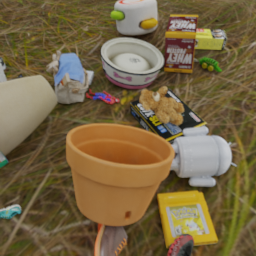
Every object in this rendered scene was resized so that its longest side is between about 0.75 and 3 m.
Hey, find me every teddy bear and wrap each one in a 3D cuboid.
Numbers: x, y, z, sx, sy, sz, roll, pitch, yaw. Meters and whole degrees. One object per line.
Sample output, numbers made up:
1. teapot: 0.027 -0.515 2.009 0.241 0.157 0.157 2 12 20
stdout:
1. teddy bear: 1.309 -0.795 10.004 1.893 0.632 1.373 40 63 -20

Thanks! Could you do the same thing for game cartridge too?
1. game cartridge: 1.691 2.644 8.282 1.443 0.266 1.637 -4 47 -4

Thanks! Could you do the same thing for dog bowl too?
1. dog bowl: 0.124 -2.942 12.935 2.896 1.068 2.896 6 45 -6

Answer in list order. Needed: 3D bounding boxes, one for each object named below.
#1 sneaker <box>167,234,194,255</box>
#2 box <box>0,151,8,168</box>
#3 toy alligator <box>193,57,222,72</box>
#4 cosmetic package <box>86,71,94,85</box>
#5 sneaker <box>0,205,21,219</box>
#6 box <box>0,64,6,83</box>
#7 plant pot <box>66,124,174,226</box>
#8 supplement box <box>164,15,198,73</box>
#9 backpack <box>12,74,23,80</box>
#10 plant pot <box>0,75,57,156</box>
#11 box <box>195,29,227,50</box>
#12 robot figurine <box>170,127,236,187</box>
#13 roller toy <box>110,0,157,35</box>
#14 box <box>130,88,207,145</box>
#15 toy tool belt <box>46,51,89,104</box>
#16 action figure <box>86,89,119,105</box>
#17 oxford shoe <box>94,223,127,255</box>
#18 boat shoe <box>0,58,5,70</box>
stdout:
1. sneaker: 1.251 3.427 6.993 1.670 0.590 0.816 -46 18 -25
2. box: -5.162 0.339 9.753 2.319 1.361 0.561 35 59 29
3. toy alligator: 3.855 -3.249 13.778 0.526 0.481 1.774 -32 49 -25
4. cosmetic package: -2.185 -2.386 13.188 0.981 0.253 0.739 8 46 7
5. sneaker: -3.610 2.568 8.345 0.800 0.310 0.319 -20 58 -19
6. box: -6.189 -1.327 10.850 1.472 2.108 2.768 35 55 29
7. plant pot: -0.350 1.297 7.870 2.920 2.044 2.920 9 18 -3
8. supplement box: 2.557 -4.065 13.538 1.354 2.011 2.039 6 46 11
9. backpack: -4.827 -1.888 12.437 0.799 0.646 0.839 29 55 37
10. plant pot: -3.880 -0.722 9.840 2.548 2.386 2.386 -35 55 -20
11. box: 3.759 -4.849 15.250 2.907 0.728 1.094 3 46 3
12. robot figurine: 2.321 0.940 9.187 2.339 1.321 1.984 -4 77 -3
13. roller toy: 0.496 -6.252 15.824 2.561 1.790 2.336 3 36 15
14. box: 1.500 -0.419 11.043 1.959 0.605 2.453 -23 50 -19
15. toy tool belt: -2.592 -2.472 12.028 1.704 1.677 2.729 -10 56 -8
16. action figure: -1.075 -1.328 12.112 1.479 0.382 0.484 17 46 12
17. oxford shoe: -0.440 3.106 7.468 0.851 0.832 2.334 5 45 -2
18. boat shoe: -6.679 -2.751 13.282 0.677 0.627 1.835 30 53 26
